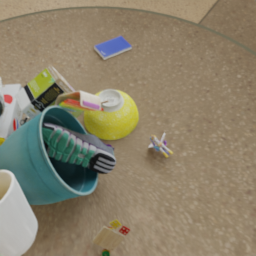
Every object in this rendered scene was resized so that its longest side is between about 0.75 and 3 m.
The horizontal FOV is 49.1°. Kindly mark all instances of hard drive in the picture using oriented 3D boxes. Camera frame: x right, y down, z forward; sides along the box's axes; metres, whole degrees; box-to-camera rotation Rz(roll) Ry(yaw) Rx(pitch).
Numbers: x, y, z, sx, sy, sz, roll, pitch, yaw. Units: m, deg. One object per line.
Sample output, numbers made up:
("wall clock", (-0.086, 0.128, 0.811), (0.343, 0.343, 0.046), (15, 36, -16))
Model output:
("hard drive", (-0.826, -4.332, 15.088), (1.687, 0.214, 1.113), (-27, 58, -19))

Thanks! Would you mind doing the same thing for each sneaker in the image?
("sneaker", (-1.787, 0.550, 9.549), (2.922, 1.087, 1.279), (29, 23, -15))

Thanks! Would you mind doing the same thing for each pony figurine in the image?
("pony figurine", (1.273, 0.672, 10.933), (0.871, 1.010, 1.046), (-43, 84, 3))

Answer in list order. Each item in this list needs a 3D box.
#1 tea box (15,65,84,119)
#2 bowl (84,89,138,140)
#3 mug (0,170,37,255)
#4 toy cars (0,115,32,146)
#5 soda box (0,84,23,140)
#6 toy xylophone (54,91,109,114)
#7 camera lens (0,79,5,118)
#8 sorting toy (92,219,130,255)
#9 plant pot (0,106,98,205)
("tea box", (-2.795, -0.964, 10.329), (1.761, 1.790, 1.196), (-40, 46, -1))
("bowl", (-0.737, -0.833, 11.820), (2.423, 1.304, 2.423), (0, 54, -1))
("mug", (-3.604, 2.445, 7.633), (2.392, 1.964, 1.916), (12, 45, 43))
("toy cars", (-4.404, 0.609, 10.546), (0.613, 1.241, 2.767), (29, 49, 24))
("soda box", (-5.146, -0.462, 11.753), (1.021, 0.954, 2.998), (-2, 53, -2))
("toy xylophone", (-1.533, -0.781, 9.299), (1.490, 2.035, 0.511), (12, 81, -30))
("camera lens", (-5.768, -1.336, 10.539), (1.943, 1.943, 2.429), (-18, 48, -13))
("sorting toy", (-0.570, 3.320, 8.598), (0.737, 1.530, 0.259), (30, 23, -9))
("plant pot", (-2.960, 1.228, 9.243), (2.818, 2.999, 2.999), (-25, 52, 16))
